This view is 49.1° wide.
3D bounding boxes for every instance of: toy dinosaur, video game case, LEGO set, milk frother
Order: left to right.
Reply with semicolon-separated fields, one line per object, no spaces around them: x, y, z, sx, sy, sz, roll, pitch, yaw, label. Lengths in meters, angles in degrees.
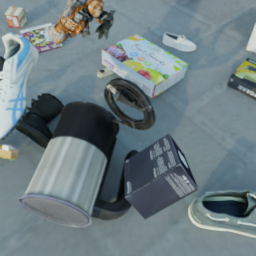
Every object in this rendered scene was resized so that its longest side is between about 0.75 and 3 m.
-4.459;0.716;7.832;2.558;1.177;0.952;21;69;-13;LEGO set
-3.604;-3.685;11.575;1.374;0.271;1.516;-21;55;-15;video game case
-0.903;-2.845;6.785;2.243;1.522;1.145;-24;91;9;toy dinosaur
-0.882;0.603;6.646;2.659;2.947;2.772;12;54;4;milk frother

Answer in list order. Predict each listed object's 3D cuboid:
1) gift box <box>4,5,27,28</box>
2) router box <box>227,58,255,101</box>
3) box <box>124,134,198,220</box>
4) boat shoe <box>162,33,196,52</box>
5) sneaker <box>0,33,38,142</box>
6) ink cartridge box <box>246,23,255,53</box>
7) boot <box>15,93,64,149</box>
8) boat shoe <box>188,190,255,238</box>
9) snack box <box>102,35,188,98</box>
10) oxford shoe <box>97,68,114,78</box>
-4.858;-4.860;12.181;0.710;0.769;0.718;10;52;1;gift box
4.616;-1.613;9.865;1.740;0.454;1.368;34;60;23;router box
0.561;0.879;5.340;1.138;0.650;1.250;-32;21;13;box
2.075;-3.508;11.305;1.401;0.480;0.504;27;57;19;boat shoe
-2.857;-0.992;6.555;0.993;1.002;2.764;-16;58;33;sneaker
5.911;-4.496;11.016;1.214;2.112;2.910;24;56;19;ink cartridge box
-2.536;-0.257;8.733;1.835;0.679;1.504;28;56;23;boot
2.957;2.029;6.818;2.843;0.878;1.035;2;53;2;boat shoe
0.565;-2.326;10.178;2.583;0.684;1.837;38;53;25;snack box
-0.773;-2.129;10.409;0.834;0.241;0.313;-26;54;-21;oxford shoe
